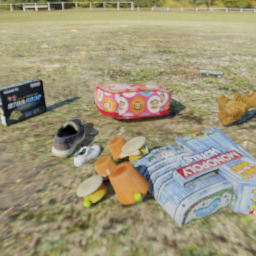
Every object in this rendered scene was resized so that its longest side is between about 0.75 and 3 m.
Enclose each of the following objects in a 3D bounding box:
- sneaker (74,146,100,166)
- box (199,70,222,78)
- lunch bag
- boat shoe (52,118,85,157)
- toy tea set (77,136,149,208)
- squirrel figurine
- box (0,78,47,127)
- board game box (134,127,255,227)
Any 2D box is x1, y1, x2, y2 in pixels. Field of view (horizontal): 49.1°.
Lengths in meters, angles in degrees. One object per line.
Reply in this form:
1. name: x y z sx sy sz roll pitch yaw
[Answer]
1. sneaker: -1.186 0.736 8.270 0.389 0.377 1.066 14 30 26
2. box: 4.806 -3.150 16.287 1.237 0.215 0.681 9 28 19
3. lunch bag: 0.078 -1.172 10.912 2.729 1.118 2.404 -3 18 -18
4. boat shoe: -1.832 0.126 8.977 0.774 0.697 2.152 16 27 2
5. toy tea set: -0.094 1.122 7.258 1.624 1.011 2.732 -21 20 27
6. squirrel figurine: 3.906 -0.709 9.829 1.392 1.056 1.492 -20 16 48
7. box: -4.008 -1.009 10.629 0.409 1.413 1.777 20 32 35
8. board game box: 2.024 1.165 6.839 2.845 0.877 2.843 -13 29 -25
